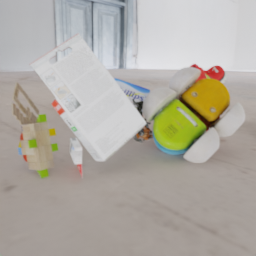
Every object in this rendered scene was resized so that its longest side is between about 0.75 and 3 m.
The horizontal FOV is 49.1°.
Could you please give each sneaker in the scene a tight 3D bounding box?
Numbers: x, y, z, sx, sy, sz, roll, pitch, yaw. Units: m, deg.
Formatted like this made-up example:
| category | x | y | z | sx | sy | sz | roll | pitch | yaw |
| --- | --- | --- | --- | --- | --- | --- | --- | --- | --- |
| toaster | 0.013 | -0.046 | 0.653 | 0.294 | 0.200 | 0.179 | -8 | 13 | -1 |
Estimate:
| category | x | y | z | sx | sy | sz | roll | pitch | yaw |
| --- | --- | --- | --- | --- | --- | --- | --- | --- | --- |
| sneaker | 2.674 | -1.850 | 10.214 | 2.695 | 1.144 | 1.038 | -36 | 21 | -36 |

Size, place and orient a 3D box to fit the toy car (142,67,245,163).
| category | x | y | z | sx | sy | sz | roll | pitch | yaw |
| --- | --- | --- | --- | --- | --- | --- | --- | --- | --- |
| toy car | 1.622 | -0.218 | 7.624 | 2.478 | 1.858 | 2.168 | -40 | 76 | -23 |

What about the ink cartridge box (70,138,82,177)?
| category | x | y | z | sx | sy | sz | roll | pitch | yaw |
| --- | --- | --- | --- | --- | --- | --- | --- | --- | --- |
| ink cartridge box | -1.189 | 0.676 | 6.375 | 0.184 | 0.723 | 0.821 | -3 | 13 | -18 |

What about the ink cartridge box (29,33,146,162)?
| category | x | y | z | sx | sy | sz | roll | pitch | yaw |
| --- | --- | --- | --- | --- | --- | --- | --- | --- | --- |
| ink cartridge box | -0.930 | -0.666 | 6.573 | 1.440 | 2.643 | 0.666 | -41 | 10 | -22 |

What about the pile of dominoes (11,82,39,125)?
| category | x | y | z | sx | sy | sz | roll | pitch | yaw |
| --- | --- | --- | --- | --- | --- | --- | --- | --- | --- |
| pile of dominoes | -2.745 | -0.393 | 7.360 | 0.206 | 1.295 | 1.010 | -11 | 52 | 9 |

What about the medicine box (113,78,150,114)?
| category | x | y | z | sx | sy | sz | roll | pitch | yaw |
| --- | --- | --- | --- | --- | --- | --- | --- | --- | --- |
| medicine box | -0.120 | -0.723 | 9.330 | 1.316 | 1.445 | 0.744 | 19 | -22 | 1 |

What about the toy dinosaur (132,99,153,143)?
| category | x | y | z | sx | sy | sz | roll | pitch | yaw |
| --- | --- | --- | --- | --- | --- | --- | --- | --- | --- |
| toy dinosaur | 0.204 | -0.181 | 7.813 | 0.808 | 1.074 | 1.582 | -5 | -26 | 20 |

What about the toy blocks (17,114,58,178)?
| category | x | y | z | sx | sy | sz | roll | pitch | yaw |
| --- | --- | --- | --- | --- | --- | --- | --- | --- | --- |
| toy blocks | -2.222 | 0.427 | 6.552 | 0.953 | 1.393 | 0.696 | -5 | 5 | 42 |
